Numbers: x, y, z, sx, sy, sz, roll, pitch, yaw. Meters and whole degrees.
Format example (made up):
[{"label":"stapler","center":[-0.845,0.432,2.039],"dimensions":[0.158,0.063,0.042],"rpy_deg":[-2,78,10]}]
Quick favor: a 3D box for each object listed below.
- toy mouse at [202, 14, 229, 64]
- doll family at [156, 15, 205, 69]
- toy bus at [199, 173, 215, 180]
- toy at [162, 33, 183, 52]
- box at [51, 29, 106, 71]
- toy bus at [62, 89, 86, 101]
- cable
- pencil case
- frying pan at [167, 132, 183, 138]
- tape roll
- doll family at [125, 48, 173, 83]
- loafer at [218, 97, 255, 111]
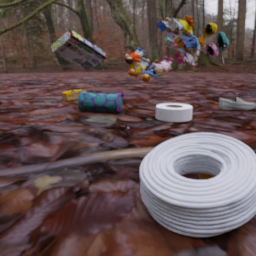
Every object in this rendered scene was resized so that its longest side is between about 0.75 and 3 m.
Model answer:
[{"label":"toy mouse","center":[2.365,-2.219,7.439],"dimensions":[0.243,1.115,1.255],"rpy_deg":[-22,-14,-14]},{"label":"doll family","center":[1.784,-2.740,8.467],"dimensions":[1.139,1.835,0.827],"rpy_deg":[-17,-12,-43]},{"label":"toy bus","center":[2.230,1.039,6.154],"dimensions":[1.274,0.415,0.499],"rpy_deg":[4,-4,15]},{"label":"toy","center":[2.263,-4.031,13.297],"dimensions":[1.121,0.645,0.265],"rpy_deg":[14,30,-18]},{"label":"box","center":[-2.330,-3.680,13.614],"dimensions":[1.343,0.424,2.441],"rpy_deg":[-30,-27,25]},{"label":"toy bus","center":[-3.499,-2.155,18.259],"dimensions":[0.536,0.645,1.647],"rpy_deg":[10,17,38]},{"label":"cable","center":[1.313,0.921,5.180],"dimensions":[2.227,0.771,2.227],"rpy_deg":[-11,27,-2]},{"label":"pencil case","center":[-1.445,-1.358,14.384],"dimensions":[2.329,0.991,1.076],"rpy_deg":[5,52,15]},{"label":"frying pan","center":[2.093,0.516,8.490],"dimensions":[2.206,0.359,1.334],"rpy_deg":[4,14,23]},{"label":"tape roll","center":[2.078,-0.716,12.806],"dimensions":[1.667,0.583,1.667],"rpy_deg":[0,15,0]},{"label":"doll family","center":[0.920,-2.862,13.668],"dimensions":[2.521,1.136,1.565],"rpy_deg":[23,47,22]},{"label":"loafer","center":[5.771,-1.285,14.799],"dimensions":[1.962,0.684,0.686],"rpy_deg":[0,14,0]}]
